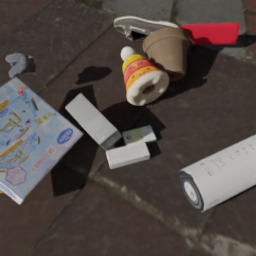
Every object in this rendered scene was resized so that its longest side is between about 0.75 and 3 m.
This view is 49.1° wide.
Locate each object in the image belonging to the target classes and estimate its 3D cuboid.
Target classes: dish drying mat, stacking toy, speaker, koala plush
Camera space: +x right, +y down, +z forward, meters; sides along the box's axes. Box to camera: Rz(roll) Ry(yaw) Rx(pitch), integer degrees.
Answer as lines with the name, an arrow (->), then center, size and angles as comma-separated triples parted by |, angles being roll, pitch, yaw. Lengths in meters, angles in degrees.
dish drying mat -> 2.863, -3.322, 10.015 | 2.042, 0.784, 0.186 | 1, 42, 6
stacking toy -> 0.261, -1.833, 8.975 | 1.439, 1.439, 1.969 | -23, 63, -14
speaker -> 2.839, 1.055, 7.344 | 2.889, 1.173, 1.173 | -23, 60, -14
koala plush -> -3.066, -1.857, 8.379 | 0.737, 0.802, 0.711 | -13, 87, 24

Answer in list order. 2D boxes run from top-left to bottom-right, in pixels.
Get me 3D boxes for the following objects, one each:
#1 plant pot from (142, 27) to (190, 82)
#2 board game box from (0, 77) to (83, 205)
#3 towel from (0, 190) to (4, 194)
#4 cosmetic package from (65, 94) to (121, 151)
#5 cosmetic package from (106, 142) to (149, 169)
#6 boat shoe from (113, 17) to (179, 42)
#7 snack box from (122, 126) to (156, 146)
plant pot -> 1.356, -2.346, 9.442 | 1.590, 1.590, 1.387 | -6, 74, -4
board game box -> -2.933, 0.227, 7.419 | 2.520, 0.520, 2.526 | 41, 51, -4
towel -> -3.691, 0.950, 7.984 | 1.463, 0.232, 2.037 | -12, 57, -7
cosmetic package -> -0.977, -0.161, 7.961 | 0.702, 0.832, 1.557 | -41, 73, -3
cosmetic package -> -0.009, 0.785, 8.041 | 1.158, 0.293, 0.478 | -14, 59, -8
boat shoe -> 0.523, -3.379, 10.014 | 2.673, 0.894, 0.762 | 17, 86, 27
snack box -> 0.327, 0.278, 8.437 | 0.903, 0.168, 0.525 | -14, 57, -9
